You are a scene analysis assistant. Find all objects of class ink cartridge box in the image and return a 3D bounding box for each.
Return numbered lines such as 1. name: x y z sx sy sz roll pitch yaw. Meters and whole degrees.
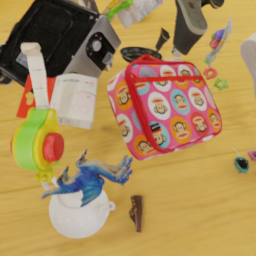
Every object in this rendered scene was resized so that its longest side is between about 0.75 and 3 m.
1. ink cartridge box: -1.522 -0.688 6.224 1.592 0.454 1.294 12 54 -14

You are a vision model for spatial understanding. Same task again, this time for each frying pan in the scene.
1. frying pan: 1.048 -2.780 11.133 2.824 0.460 1.708 6 34 -4

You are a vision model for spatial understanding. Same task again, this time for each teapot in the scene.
1. teapot: -1.256 1.791 6.910 1.608 1.174 1.587 -11 39 -13

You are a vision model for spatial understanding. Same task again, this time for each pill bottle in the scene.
1. pill bottle: 0.364 -4.413 10.061 1.672 0.948 0.948 -36 43 3

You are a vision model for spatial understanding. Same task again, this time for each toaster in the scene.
1. toaster: -2.067 -2.124 8.044 2.987 1.772 2.701 32 88 27

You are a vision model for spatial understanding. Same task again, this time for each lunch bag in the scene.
1. lunch bag: 0.874 -0.630 6.628 2.739 1.122 2.413 -12 77 -42

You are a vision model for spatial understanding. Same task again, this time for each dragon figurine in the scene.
1. dragon figurine: -0.659 0.889 4.369 1.624 0.808 0.478 -42 8 9

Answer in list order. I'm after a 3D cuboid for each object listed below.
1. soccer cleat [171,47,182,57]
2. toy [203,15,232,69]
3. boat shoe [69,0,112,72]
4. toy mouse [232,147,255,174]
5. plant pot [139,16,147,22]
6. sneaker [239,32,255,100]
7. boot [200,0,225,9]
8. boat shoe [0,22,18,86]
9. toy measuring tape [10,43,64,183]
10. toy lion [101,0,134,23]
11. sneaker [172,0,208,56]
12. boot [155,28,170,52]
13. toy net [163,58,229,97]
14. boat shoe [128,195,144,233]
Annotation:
1. soccer cleat: 2.009 -3.177 10.472 0.470 1.089 0.380 23 13 14
2. toy: 2.508 -2.446 8.054 0.348 1.472 0.848 16 53 1
3. boat shoe: -1.099 -3.316 9.795 0.945 2.917 1.049 -42 42 -17
4. toy mouse: 3.760 1.090 8.511 1.664 0.322 1.479 -27 46 -31
5. plant pot: 0.594 -8.428 19.490 2.400 2.400 1.704 -4 71 -5
6. sneaker: 3.627 -1.373 6.710 1.350 2.335 0.860 -41 26 -21
7. boot: 2.379 -3.819 8.607 0.558 0.997 1.441 18 50 -20
8. boat shoe: -3.613 -2.331 8.638 0.748 2.083 0.704 21 0 16
9. toy measuring tape: -1.603 -0.115 4.710 0.910 2.474 0.910 -2 20 1
10. toy lion: -0.304 -4.101 9.278 1.276 0.438 1.223 -19 39 34
11. sneaker: 1.520 -3.074 7.847 0.745 1.058 1.992 4 62 -17
12. boot: 1.146 -3.141 9.935 0.360 0.644 0.930 30 31 -15
13. toy net: 1.758 -1.534 8.103 2.178 1.143 0.421 48 14 29
14. boat shoe: 0.205 2.163 7.087 0.392 0.393 1.115 6 30 -1
